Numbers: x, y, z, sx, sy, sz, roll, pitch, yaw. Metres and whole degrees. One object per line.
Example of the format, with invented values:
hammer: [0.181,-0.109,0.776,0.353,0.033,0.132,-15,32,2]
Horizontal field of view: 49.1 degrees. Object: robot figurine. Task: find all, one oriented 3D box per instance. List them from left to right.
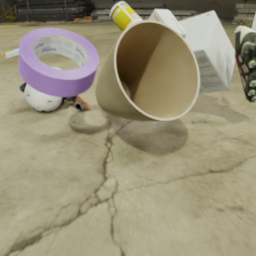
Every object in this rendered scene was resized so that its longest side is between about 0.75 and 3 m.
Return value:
robot figurine: [-3.731,-1.837,13.357,2.122,1.762,2.824,-25,21,18]

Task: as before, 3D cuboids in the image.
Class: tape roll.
tape roll: [-2.035,-1.972,8.291,2.253,0.739,2.253,12,49,-14]

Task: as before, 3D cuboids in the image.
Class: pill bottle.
pill bottle: [0.044,-4.314,11.507,0.907,0.907,1.614,-25,69,-40]

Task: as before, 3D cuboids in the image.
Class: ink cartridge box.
ink cartridge box: [0.909,-2.678,8.569,0.618,1.476,1.065,-16,68,-41]

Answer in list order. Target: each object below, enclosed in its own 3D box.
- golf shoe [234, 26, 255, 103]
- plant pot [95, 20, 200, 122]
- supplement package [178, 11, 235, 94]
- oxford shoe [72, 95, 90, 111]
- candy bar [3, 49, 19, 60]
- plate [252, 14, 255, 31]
golf shoe: [4.188,-2.071,9.324,1.117,2.895,1.275,-22,47,9]
plant pot: [0.141,-1.217,7.791,2.472,2.472,2.639,-17,1,-30]
supplement package: [2.696,-2.685,10.544,1.759,2.335,1.772,-1,60,41]
oxford shoe: [-2.410,-1.202,13.445,0.521,0.509,1.429,-25,36,-32]
candy bar: [-3.794,-2.676,9.852,1.203,0.300,0.133,-22,4,-13]
plate: [4.189,-3.367,8.693,0.127,0.788,0.786,7,13,-13]
